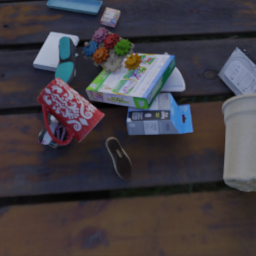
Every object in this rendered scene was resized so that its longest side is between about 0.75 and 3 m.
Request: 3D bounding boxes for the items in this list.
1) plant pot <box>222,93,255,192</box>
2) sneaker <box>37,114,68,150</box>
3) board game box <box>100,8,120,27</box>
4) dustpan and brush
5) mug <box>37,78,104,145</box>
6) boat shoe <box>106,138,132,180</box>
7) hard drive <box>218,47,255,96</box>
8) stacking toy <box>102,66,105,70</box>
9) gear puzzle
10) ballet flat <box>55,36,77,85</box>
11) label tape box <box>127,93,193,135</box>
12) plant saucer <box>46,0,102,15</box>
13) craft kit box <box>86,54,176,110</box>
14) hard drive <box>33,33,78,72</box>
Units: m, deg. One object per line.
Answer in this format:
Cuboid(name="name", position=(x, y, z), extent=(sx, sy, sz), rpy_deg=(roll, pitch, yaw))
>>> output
Cuboid(name="plant pot", position=(4.044, 0.669, 8.509), extent=(2.694, 2.694, 2.466), rpy_deg=(14, 73, 8))
Cuboid(name="sneaker", position=(-2.381, -0.086, 9.934), extent=(0.968, 0.900, 2.241), rpy_deg=(37, 42, -23))
Cuboid(name="board game box", position=(-0.833, -5.189, 13.152), extent=(0.684, 0.209, 0.903), rpy_deg=(17, 65, 3))
Cuboid(name="dustpan and brush", position=(1.483, -2.286, 11.389), extent=(1.624, 0.666, 2.327), rpy_deg=(1, 65, 11))
Cuboid(name="mug", position=(-1.963, -0.519, 9.012), extent=(1.908, 1.273, 1.694), rpy_deg=(43, 36, -8))
Cuboid(name="boat shoe", position=(-0.300, 0.974, 9.169), extent=(0.547, 0.548, 1.482), rpy_deg=(-22, 100, -13))
Cuboid(name="hard drive", position=(4.442, -1.864, 10.576), extent=(0.383, 1.415, 2.025), rpy_deg=(-14, 59, -31))
Cuboid(name="stacking toy", position=(-0.948, -2.573, 11.672), extent=(0.359, 0.359, 0.841), rpy_deg=(-12, 64, -7))
Cuboid(name="gear puzzle", position=(-0.632, -2.878, 10.652), extent=(2.843, 0.372, 1.473), rpy_deg=(37, 90, 31))
Cuboid(name="ballet flat", position=(-2.381, -2.489, 11.110), extent=(0.861, 0.861, 2.356), rpy_deg=(-2, 69, -1))
Cuboid(name="label tape box", position=(1.104, -0.522, 9.819), extent=(2.165, 0.716, 1.551), rpy_deg=(-3, 42, 10))
Cuboid(name="plant saucer", position=(-2.648, -6.095, 13.877), extent=(2.625, 0.249, 0.918), rpy_deg=(12, 59, 6))
Cuboid(name="craft kit box", position=(0.139, -1.864, 10.489), extent=(2.533, 0.622, 2.565), rpy_deg=(14, 52, 27))
Cuboid(name="hard drive", position=(-3.096, -3.308, 12.144), extent=(1.324, 0.268, 2.007), rpy_deg=(11, 60, 7))
